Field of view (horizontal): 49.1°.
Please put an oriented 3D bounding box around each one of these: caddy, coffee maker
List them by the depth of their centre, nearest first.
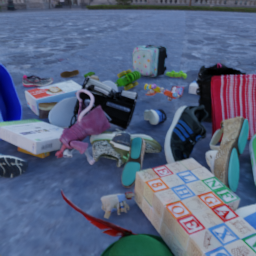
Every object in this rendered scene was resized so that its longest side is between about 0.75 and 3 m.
[{"bbox_3d":[-4.560,-0.889,8.934,1.418,2.702,1.910,1,23,41],"label":"caddy"},{"bbox_3d":[-0.770,-0.602,9.434,1.872,1.798,1.261,20,16,-1],"label":"coffee maker"}]

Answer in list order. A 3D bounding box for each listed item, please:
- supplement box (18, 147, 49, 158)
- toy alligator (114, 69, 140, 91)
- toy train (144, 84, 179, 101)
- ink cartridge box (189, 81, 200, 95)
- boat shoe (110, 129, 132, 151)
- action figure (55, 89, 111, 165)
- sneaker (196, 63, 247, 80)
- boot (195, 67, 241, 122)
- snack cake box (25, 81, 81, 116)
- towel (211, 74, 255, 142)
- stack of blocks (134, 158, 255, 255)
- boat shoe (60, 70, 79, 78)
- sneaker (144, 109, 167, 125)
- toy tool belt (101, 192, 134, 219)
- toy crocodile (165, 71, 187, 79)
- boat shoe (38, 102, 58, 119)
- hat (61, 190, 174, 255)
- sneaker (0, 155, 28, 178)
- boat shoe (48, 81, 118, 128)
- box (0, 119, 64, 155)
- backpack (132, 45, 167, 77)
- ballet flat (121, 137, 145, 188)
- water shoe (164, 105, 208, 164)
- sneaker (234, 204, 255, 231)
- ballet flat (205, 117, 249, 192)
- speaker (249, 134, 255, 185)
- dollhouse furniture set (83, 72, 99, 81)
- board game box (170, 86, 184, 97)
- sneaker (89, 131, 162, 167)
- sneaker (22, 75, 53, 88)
[{"bbox_3d":[-2.820,0.613,8.356,0.968,0.322,0.333,14,15,23],"label":"supplement box"},{"bbox_3d":[-0.061,-2.175,12.621,0.752,0.822,2.772,-26,5,33],"label":"toy alligator"},{"bbox_3d":[1.279,-1.394,11.499,1.211,0.449,1.613,22,2,-23],"label":"toy train"},{"bbox_3d":[3.329,-1.782,12.752,0.938,0.393,0.680,15,32,26],"label":"ink cartridge box"},{"bbox_3d":[-0.169,0.292,7.073,0.520,0.430,1.389,19,-2,-2],"label":"boat shoe"},{"bbox_3d":[-1.267,0.108,7.410,1.199,1.333,1.790,27,63,31],"label":"action figure"},{"bbox_3d":[4.538,-2.519,13.348,2.630,1.135,1.056,-8,31,-15],"label":"sneaker"},{"bbox_3d":[3.505,-1.124,9.747,2.412,1.976,0.893,2,41,8],"label":"boot"},{"bbox_3d":[-2.944,-1.254,11.449,2.106,0.708,1.211,-20,36,-32],"label":"snack cake box"},{"bbox_3d":[4.038,-0.656,8.954,2.923,2.114,0.329,-4,7,-6],"label":"towel"},{"bbox_3d":[1.443,1.783,5.636,1.579,0.803,2.743,-9,29,-24],"label":"stack of blocks"},{"bbox_3d":[-3.088,-2.845,14.868,1.011,0.365,0.364,-14,-1,-4],"label":"boat shoe"},{"bbox_3d":[1.061,-0.395,9.832,0.731,0.505,1.315,-1,6,-11],"label":"sneaker"},{"bbox_3d":[-0.218,1.730,6.274,0.777,0.477,0.485,-1,-10,-33],"label":"toy tool belt"},{"bbox_3d":[2.512,-2.790,14.745,1.139,0.352,0.385,7,30,22],"label":"toy crocodile"},{"bbox_3d":[-2.683,-0.596,10.341,0.641,0.639,1.776,12,10,17],"label":"boat shoe"},{"bbox_3d":[0.138,1.882,4.569,1.955,1.721,1.619,-12,31,-22],"label":"hat"},{"bbox_3d":[-3.500,0.904,7.553,1.655,0.642,0.714,-1,25,-1],"label":"sneaker"},{"bbox_3d":[-1.703,-0.849,10.453,2.948,1.031,0.977,-39,9,-29],"label":"boat shoe"},{"bbox_3d":[-2.848,0.198,8.569,2.220,0.403,1.602,18,16,33],"label":"box"},{"bbox_3d":[0.985,-3.548,14.784,1.397,1.602,1.823,-17,28,-35],"label":"backpack"},{"bbox_3d":[0.205,0.938,7.389,0.482,0.476,1.417,9,67,23],"label":"ballet flat"},{"bbox_3d":[1.684,0.181,7.866,0.933,0.845,2.365,-13,42,35],"label":"water shoe"},{"bbox_3d":[3.227,1.855,5.486,2.235,0.858,1.244,-15,26,-19],"label":"sneaker"},{"bbox_3d":[2.618,0.687,7.581,0.901,0.973,2.759,-2,33,34],"label":"ballet flat"},{"bbox_3d":[3.695,0.892,7.283,0.933,0.933,2.110,8,29,15],"label":"speaker"},{"bbox_3d":[-1.584,-2.238,13.310,0.968,0.634,0.486,19,39,36],"label":"dollhouse furniture set"},{"bbox_3d":[2.237,-1.684,12.887,0.561,0.106,1.089,6,29,14],"label":"board game box"},{"bbox_3d":[-0.090,0.707,8.044,2.122,0.816,0.940,5,65,-4],"label":"sneaker"},{"bbox_3d":[-4.378,-2.301,13.581,1.416,0.529,0.571,-8,30,-16],"label":"sneaker"}]
